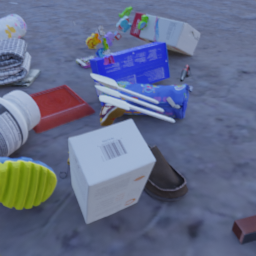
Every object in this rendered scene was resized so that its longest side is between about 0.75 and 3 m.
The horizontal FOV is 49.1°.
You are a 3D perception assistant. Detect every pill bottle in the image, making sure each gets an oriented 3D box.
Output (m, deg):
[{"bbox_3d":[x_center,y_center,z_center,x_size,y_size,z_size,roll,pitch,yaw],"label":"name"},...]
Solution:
[{"bbox_3d":[-3.544,0.157,6.988,1.522,1.522,2.750,17,39,21],"label":"pill bottle"}]

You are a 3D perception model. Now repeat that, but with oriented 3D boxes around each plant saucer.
[{"bbox_3d":[-2.449,-0.772,9.253,2.028,0.372,2.024,-23,42,-27],"label":"plant saucer"}]

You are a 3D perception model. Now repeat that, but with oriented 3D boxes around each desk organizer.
[{"bbox_3d":[2.548,1.960,5.537,0.891,0.320,0.343,-10,35,-13],"label":"desk organizer"}]

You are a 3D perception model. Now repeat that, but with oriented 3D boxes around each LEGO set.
[{"bbox_3d":[-0.724,-1.951,6.804,0.399,0.973,0.371,-22,-6,43],"label":"LEGO set"}]

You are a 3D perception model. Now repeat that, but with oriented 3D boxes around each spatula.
[{"bbox_3d":[0.115,-0.734,7.000,2.116,0.170,1.471,15,25,-27],"label":"spatula"}]

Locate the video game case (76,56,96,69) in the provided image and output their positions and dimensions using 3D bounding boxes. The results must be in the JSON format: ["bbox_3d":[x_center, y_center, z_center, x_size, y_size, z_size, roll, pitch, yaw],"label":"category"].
[{"bbox_3d":[-1.730,-2.909,12.359,0.907,0.162,0.822,-21,41,-26],"label":"video game case"}]

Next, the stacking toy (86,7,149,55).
[{"bbox_3d":[-0.556,-4.439,12.916,2.829,0.665,2.133,-42,42,5],"label":"stacking toy"}]

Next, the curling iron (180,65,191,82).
[{"bbox_3d":[1.018,-0.946,4.957,0.121,0.235,0.947,-13,16,21],"label":"curling iron"}]

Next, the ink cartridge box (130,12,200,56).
[{"bbox_3d":[1.697,-4.314,12.914,2.599,1.076,1.894,27,16,32],"label":"ink cartridge box"}]

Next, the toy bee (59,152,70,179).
[{"bbox_3d":[-1.300,0.822,6.926,0.574,0.476,0.876,15,45,4],"label":"toy bee"}]

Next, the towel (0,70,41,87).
[{"bbox_3d":[-4.305,-2.017,11.072,1.303,0.234,1.353,4,37,5],"label":"towel"}]

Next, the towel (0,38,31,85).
[{"bbox_3d":[-5.294,-2.559,10.775,2.816,1.205,2.332,-13,34,-10],"label":"towel"}]

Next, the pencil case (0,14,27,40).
[{"bbox_3d":[-6.373,-4.698,13.922,1.344,1.232,2.963,1,34,21],"label":"pencil case"}]

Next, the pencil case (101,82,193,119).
[{"bbox_3d":[0.518,-0.880,8.733,2.826,1.103,1.227,4,18,8],"label":"pencil case"}]

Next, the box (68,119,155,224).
[{"bbox_3d":[-0.394,0.909,5.400,1.221,1.962,0.956,-18,59,-21],"label":"box"}]

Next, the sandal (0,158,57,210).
[{"bbox_3d":[-2.750,0.885,5.561,2.771,1.101,1.207,19,9,-39],"label":"sandal"}]

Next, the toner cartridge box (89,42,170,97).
[{"bbox_3d":[0.136,-2.101,10.024,2.845,1.351,0.614,-21,25,-24],"label":"toner cartridge box"}]

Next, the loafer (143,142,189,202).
[{"bbox_3d":[0.493,0.858,6.631,0.820,0.797,2.246,-25,43,-31],"label":"loafer"}]

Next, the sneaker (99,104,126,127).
[{"bbox_3d":[-0.484,-0.516,7.841,0.464,1.238,0.558,5,62,-34],"label":"sneaker"}]
